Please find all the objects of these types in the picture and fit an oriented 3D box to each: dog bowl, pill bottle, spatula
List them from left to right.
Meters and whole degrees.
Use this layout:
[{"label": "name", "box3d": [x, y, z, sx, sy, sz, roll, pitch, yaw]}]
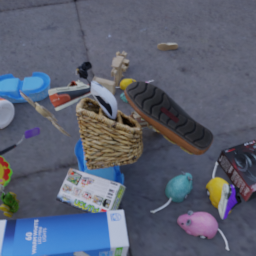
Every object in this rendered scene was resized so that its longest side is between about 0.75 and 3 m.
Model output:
[{"label": "pill bottle", "box3d": [-5.516, -0.819, 10.700, 2.079, 1.139, 1.139, 22, 53, 18]}, {"label": "spatula", "box3d": [-3.437, 0.445, 8.762, 0.163, 0.447, 1.582, 39, 52, 13]}, {"label": "dog bowl", "box3d": [-4.455, -1.651, 11.779, 2.415, 0.599, 1.346, -5, 50, -4]}, {"label": "dog bowl", "box3d": [-0.930, 1.321, 9.077, 1.483, 0.659, 2.660, -8, 50, -2]}]

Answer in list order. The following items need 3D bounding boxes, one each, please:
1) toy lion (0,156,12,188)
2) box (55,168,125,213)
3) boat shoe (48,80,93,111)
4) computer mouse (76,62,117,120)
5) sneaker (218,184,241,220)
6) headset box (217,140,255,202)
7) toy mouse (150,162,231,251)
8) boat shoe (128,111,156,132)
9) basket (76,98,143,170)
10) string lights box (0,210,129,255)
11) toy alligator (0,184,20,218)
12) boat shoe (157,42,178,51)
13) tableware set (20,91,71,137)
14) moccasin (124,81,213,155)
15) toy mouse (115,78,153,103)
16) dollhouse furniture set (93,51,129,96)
[{"label": "toy lion", "box3d": [-4.317, 1.563, 8.287, 1.724, 0.618, 1.799, 1, 53, -41]}, {"label": "box", "box3d": [-1.074, 1.823, 7.744, 1.862, 0.323, 1.025, 10, 69, 34]}, {"label": "boat shoe", "box3d": [-1.694, -1.188, 9.015, 0.745, 0.655, 2.094, -18, 12, 38]}, {"label": "computer mouse", "box3d": [-0.778, -1.062, 7.974, 0.399, 1.818, 0.997, -32, 17, 14]}, {"label": "sneaker", "box3d": [2.829, 2.065, 7.689, 0.537, 1.079, 0.375, 4, 20, 1]}, {"label": "headset box", "box3d": [4.029, 1.415, 9.075, 1.369, 0.711, 1.840, -15, 50, -13]}, {"label": "toy mouse", "box3d": [1.961, 2.237, 8.460, 2.593, 0.565, 2.917, -5, 50, -4]}, {"label": "boat shoe", "box3d": [0.415, -0.310, 10.004, 2.337, 0.839, 0.885, 0, 10, -27]}, {"label": "basket", "box3d": [-0.461, -0.056, 8.035, 1.659, 1.731, 2.324, -10, 12, -1]}, {"label": "string lights box", "box3d": [-1.529, 2.590, 6.050, 2.875, 1.478, 0.848, -2, 46, -11]}, {"label": "toy alligator", "box3d": [-3.335, 2.093, 7.896, 0.371, 1.544, 0.512, 15, 51, 6]}, {"label": "boat shoe", "box3d": [1.971, -4.122, 14.074, 1.026, 0.369, 0.332, -3, 36, 3]}, {"label": "tableware set", "box3d": [-2.096, -0.369, 7.150, 0.178, 1.282, 1.534, -48, 48, -8]}, {"label": "moccasin", "box3d": [1.083, -0.275, 8.050, 2.891, 1.116, 1.058, 34, 69, 8]}, {"label": "toy mouse", "box3d": [0.378, -1.546, 11.820, 1.998, 0.387, 1.776, -19, 52, -15]}, {"label": "dollhouse furniture set", "box3d": [-0.710, -2.589, 12.263, 0.938, 1.099, 2.120, 15, 51, 11]}]
